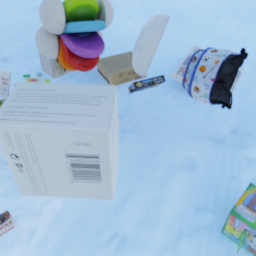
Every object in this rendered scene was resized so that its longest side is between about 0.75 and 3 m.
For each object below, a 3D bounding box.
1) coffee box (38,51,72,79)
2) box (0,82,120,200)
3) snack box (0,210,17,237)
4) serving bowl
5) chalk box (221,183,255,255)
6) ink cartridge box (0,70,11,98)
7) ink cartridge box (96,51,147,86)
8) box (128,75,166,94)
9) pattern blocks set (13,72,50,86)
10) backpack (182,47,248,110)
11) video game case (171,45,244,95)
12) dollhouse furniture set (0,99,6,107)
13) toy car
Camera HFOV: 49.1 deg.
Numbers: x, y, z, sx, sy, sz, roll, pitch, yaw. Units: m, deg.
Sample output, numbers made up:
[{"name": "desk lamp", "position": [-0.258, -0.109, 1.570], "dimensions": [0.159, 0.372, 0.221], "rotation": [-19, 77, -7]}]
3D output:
[{"name": "coffee box", "position": [-2.843, -3.717, 13.599], "dimensions": [2.759, 1.560, 1.101], "rotation": [-34, 53, -31]}, {"name": "box", "position": [-1.767, 0.416, 8.018], "dimensions": [2.914, 2.899, 1.905], "rotation": [2, 42, 3]}, {"name": "snack box", "position": [-3.766, 2.833, 7.384], "dimensions": [1.531, 0.186, 0.551], "rotation": [-31, 51, -30]}, {"name": "serving bowl", "position": [0.643, -2.843, 9.492], "dimensions": [0.719, 2.186, 2.186], "rotation": [22, 44, -2]}, {"name": "chalk box", "position": [3.129, 2.447, 7.190], "dimensions": [1.019, 1.025, 1.647], "rotation": [32, 50, 31]}, {"name": "ink cartridge box", "position": [-4.707, -1.420, 8.035], "dimensions": [1.679, 0.802, 1.912], "rotation": [18, 13, 35]}, {"name": "ink cartridge box", "position": [-0.315, -2.812, 13.215], "dimensions": [1.942, 0.729, 1.599], "rotation": [-19, 44, -20]}, {"name": "box", "position": [0.625, -1.531, 9.933], "dimensions": [1.126, 0.280, 1.117], "rotation": [-15, 0, -11]}, {"name": "pattern blocks set", "position": [-4.386, -2.010, 12.771], "dimensions": [1.590, 0.147, 1.808], "rotation": [-16, 44, -17]}, {"name": "backpack", "position": [2.401, -1.501, 8.007], "dimensions": [1.450, 1.883, 1.793], "rotation": [19, 17, 25]}, {"name": "video game case", "position": [3.677, -2.500, 12.691], "dimensions": [2.676, 0.338, 2.937], "rotation": [30, 49, 10]}, {"name": "dollhouse furniture set", "position": [-4.222, -0.497, 10.756], "dimensions": [1.801, 1.379, 2.749], "rotation": [-15, 15, -24]}, {"name": "toy car", "position": [-1.672, -3.080, 9.585], "dimensions": [2.469, 2.821, 2.115], "rotation": [-16, 69, -32]}]
